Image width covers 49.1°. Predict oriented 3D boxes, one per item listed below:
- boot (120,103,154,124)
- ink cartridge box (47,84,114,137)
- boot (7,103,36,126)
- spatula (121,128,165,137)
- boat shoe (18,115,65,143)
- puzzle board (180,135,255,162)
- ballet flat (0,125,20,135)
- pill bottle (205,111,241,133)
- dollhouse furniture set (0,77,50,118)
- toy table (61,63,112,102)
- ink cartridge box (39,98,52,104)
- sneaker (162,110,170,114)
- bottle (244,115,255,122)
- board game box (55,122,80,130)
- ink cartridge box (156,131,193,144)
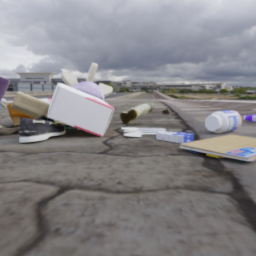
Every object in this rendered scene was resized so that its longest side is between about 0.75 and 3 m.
[{"bbox_3d":[0.395,-0.700,12.787,1.196,0.558,1.547,-25,2,-31],"label":"boot"},{"bbox_3d":[-1.756,-0.721,9.967,1.918,1.084,2.618,21,5,-17],"label":"ink cartridge box"},{"bbox_3d":[-4.156,-0.730,11.736,1.581,1.132,0.556,-16,-13,-24],"label":"boot"},{"bbox_3d":[0.603,0.145,9.512,1.585,0.127,1.102,2,9,-8],"label":"spatula"},{"bbox_3d":[-2.700,-0.052,8.938,0.880,0.719,2.383,-2,6,14],"label":"boat shoe"},{"bbox_3d":[2.731,0.487,6.967,2.358,0.205,1.777,-7,11,-39],"label":"puzzle board"},{"bbox_3d":[-3.899,-0.024,9.810,1.745,0.405,0.588,-7,17,-30],"label":"ballet flat"},{"bbox_3d":[3.371,-0.209,10.022,1.374,0.770,0.770,-6,10,-40],"label":"pill bottle"},{"bbox_3d":[-4.635,-0.538,11.479,2.674,2.119,1.898,22,-12,-10],"label":"dollhouse furniture set"},{"bbox_3d":[-1.910,-1.522,12.368,2.357,1.502,2.565,24,-40,-25],"label":"toy table"},{"bbox_3d":[-4.183,-0.777,12.870,1.154,0.663,1.590,-33,-1,16],"label":"ink cartridge box"},{"bbox_3d":[2.569,-1.050,18.242,0.339,0.316,0.898,0,7,-24],"label":"sneaker"},{"bbox_3d":[6.057,-0.453,13.551,0.831,0.347,0.271,4,8,31],"label":"bottle"},{"bbox_3d":[-2.638,-0.080,11.167,2.090,0.245,1.095,0,6,-5],"label":"board game box"},{"bbox_3d":[1.389,0.271,8.444,0.485,0.228,1.032,-8,11,-42],"label":"ink cartridge box"}]
